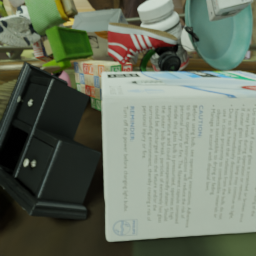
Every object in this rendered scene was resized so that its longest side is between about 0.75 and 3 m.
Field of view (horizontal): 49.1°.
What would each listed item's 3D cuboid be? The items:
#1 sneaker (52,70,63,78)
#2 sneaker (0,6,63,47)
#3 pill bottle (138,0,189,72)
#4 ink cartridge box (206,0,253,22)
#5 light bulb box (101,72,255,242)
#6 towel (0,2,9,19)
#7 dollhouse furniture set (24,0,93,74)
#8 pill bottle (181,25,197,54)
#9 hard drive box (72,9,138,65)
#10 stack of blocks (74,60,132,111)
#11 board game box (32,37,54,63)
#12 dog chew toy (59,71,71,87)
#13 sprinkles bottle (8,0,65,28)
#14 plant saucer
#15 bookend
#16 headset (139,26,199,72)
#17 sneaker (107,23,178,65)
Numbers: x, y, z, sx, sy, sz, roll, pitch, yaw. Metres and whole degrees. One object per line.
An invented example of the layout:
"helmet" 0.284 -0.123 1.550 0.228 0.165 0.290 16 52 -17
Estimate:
"sneaker" -2.096 -1.905 8.733 0.401 1.041 0.426 6 53 -28
"sneaker" -2.668 -2.551 6.957 1.183 0.725 1.817 25 47 38
"pill bottle" 1.240 -3.228 9.929 1.375 2.414 1.375 -16 37 12
"ink cartridge box" 1.943 -2.849 5.614 0.624 1.083 1.484 -11 10 12
"light bulb box" 1.022 0.102 4.460 2.872 1.792 2.847 -2 17 -6
"towel" -3.458 -3.104 7.024 1.283 0.146 0.921 33 -13 10
"dollhouse furniture set" -1.714 -2.171 5.744 1.258 1.920 0.964 -13 8 32
"pill bottle" 2.816 -2.966 9.488 1.945 1.077 1.077 0 14 -37
"hard drive box" -0.753 -3.306 10.507 1.766 0.870 2.265 5 -15 22
"stack of blocks" -0.963 -1.563 10.234 0.832 1.635 2.840 -14 22 -31
"board game box" -2.516 -2.456 8.331 0.274 0.896 1.183 -10 5 4
"dog chew toy" -3.455 -1.681 11.515 2.102 1.309 1.309 -16 22 -23
"sprinkles bottle" -2.797 -3.557 9.422 0.883 2.588 0.883 -19 47 22
"plant saucer" 2.519 -3.055 7.962 2.879 2.879 0.518 -12 11 -34
"bookend" -1.142 0.090 4.168 1.856 1.844 0.855 19 -3 46
"headset" 0.903 -1.779 6.654 1.609 0.994 0.756 -23 -38 30
"sneaker" 0.289 -1.865 6.553 1.616 0.909 0.575 12 26 4
